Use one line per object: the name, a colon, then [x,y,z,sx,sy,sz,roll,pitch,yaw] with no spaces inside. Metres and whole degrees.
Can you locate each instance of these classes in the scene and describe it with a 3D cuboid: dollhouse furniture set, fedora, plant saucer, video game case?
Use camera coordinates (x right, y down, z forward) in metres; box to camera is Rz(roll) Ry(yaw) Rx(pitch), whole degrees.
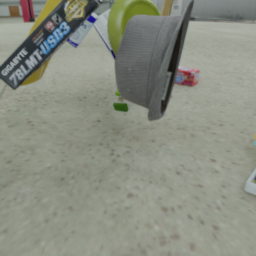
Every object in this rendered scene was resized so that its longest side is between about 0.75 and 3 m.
dollhouse furniture set: [-0.039,-1.003,8.752,0.444,0.574,1.149,7,47,26]
fedora: [0.513,-1.636,6.760,1.341,2.971,2.627,17,49,11]
plant saucer: [0.482,-3.494,10.204,2.774,2.774,0.431,-21,17,-35]
plant saucer: [-2.926,-3.016,9.871,0.642,2.652,2.651,22,58,-14]
video game case: [4.643,1.343,7.136,2.472,0.318,2.719,20,32,33]

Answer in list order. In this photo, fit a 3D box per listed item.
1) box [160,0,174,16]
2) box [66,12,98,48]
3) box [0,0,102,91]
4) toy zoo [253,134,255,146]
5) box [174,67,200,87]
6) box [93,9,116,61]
box: [0.973,-2.753,8.676,0.288,2.704,2.210,13,14,2]
box: [-1.606,-3.138,8.279,1.009,1.098,0.576,36,24,-16]
box: [-1.478,-1.941,5.722,2.229,0.554,2.213,-41,19,15]
toy zoo: [4.498,0.445,8.450,1.451,0.148,0.952,0,24,-1]
box: [2.901,-2.782,14.988,1.616,0.771,0.806,17,31,31]
box: [-0.161,-4.148,11.936,2.079,1.091,1.912,-31,66,2]
